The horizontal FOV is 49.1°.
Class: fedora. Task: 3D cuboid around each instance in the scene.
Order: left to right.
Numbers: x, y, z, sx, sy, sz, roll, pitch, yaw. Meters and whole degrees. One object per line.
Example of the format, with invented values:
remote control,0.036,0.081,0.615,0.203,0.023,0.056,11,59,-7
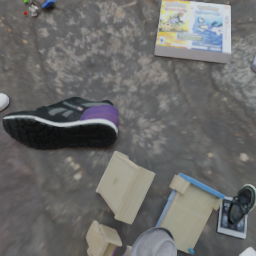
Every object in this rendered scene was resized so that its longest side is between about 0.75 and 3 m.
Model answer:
fedora,0.427,1.845,4.104,0.752,0.340,0.665,-36,102,-19

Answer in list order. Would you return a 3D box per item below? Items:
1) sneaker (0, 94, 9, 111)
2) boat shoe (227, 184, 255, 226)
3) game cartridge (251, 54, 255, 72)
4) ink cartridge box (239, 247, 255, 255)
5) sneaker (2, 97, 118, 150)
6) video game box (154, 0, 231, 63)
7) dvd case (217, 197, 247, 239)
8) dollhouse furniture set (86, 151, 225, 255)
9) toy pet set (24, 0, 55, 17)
sneaker,-3.807,-0.686,6.957,1.459,0.832,0.529,-13,63,-8
boat shoe,1.905,1.349,4.797,0.292,0.882,0.330,-17,47,-36
game cartridge,4.145,-1.722,7.784,1.297,0.265,0.863,24,63,11
ink cartridge box,1.661,3.637,3.743,2.054,2.044,2.800,-24,56,-25
sneaker,-1.566,-0.194,6.806,2.688,1.018,1.177,3,45,1
video game box,1.920,-2.878,8.208,2.091,0.489,1.905,7,62,3
dvd case,2.269,1.934,6.093,0.594,0.098,0.790,12,65,6
dollhouse furniture set,0.519,1.822,5.944,2.237,1.460,2.112,27,88,-21
toy pet set,-2.793,-3.955,8.840,0.888,0.505,0.951,-24,57,27
